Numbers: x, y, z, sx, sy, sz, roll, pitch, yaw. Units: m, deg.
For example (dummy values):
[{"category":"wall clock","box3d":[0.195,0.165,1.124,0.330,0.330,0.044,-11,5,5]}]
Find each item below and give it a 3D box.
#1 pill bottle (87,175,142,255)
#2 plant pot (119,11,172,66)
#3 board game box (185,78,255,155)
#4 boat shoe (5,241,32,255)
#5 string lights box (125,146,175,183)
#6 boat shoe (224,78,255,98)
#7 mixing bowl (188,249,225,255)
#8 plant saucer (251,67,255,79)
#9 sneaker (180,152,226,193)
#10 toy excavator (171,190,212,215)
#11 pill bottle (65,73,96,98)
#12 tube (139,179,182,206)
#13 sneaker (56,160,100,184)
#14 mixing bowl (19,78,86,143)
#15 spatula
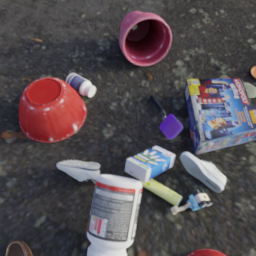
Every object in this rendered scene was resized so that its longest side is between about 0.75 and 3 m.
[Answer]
[{"category":"pill bottle","box3d":[-0.428,2.568,7.884,1.335,1.335,2.305,10,85,6]},{"category":"plant pot","box3d":[0.570,-4.175,12.497,2.213,2.213,1.980,-13,42,-8]},{"category":"board game box","box3d":[3.830,-0.505,10.631,2.985,0.921,2.987,0,56,-2]},{"category":"boat shoe","box3d":[-2.988,4.134,7.644,0.774,0.774,2.200,-20,57,-9]},{"category":"string lights box","box3d":[0.733,1.139,9.069,0.828,0.475,1.611,25,28,34]},{"category":"boat shoe","box3d":[4.620,-1.696,11.687,1.577,0.561,0.493,19,20,5]},{"category":"mixing bowl","box3d":[2.333,4.196,7.413,2.019,1.094,2.019,1,57,-1]},{"category":"plant saucer","box3d":[5.820,-2.382,12.345,0.830,0.155,0.830,0,57,1]},{"category":"sneaker","box3d":[2.537,1.396,9.465,1.776,0.649,0.629,43,53,1]},{"category":"toy excavator","box3d":[2.001,2.452,8.939,1.012,1.041,0.520,14,40,-45]},{"category":"pill bottle","box3d":[-1.951,-1.735,11.604,1.189,0.660,0.660,30,61,19]},{"category":"tube","box3d":[1.048,2.055,9.259,1.465,0.425,0.380,28,83,20]},{"category":"sneaker","box3d":[-1.708,1.470,9.414,1.597,0.643,0.610,6,13,21]},{"category":"mixing bowl","box3d":[-3.013,-0.931,10.625,2.656,1.439,2.656,0,56,1]},{"category":"spatula","box3d":[1.293,-0.538,10.650,0.268,0.738,2.610,26,24,-30]}]
